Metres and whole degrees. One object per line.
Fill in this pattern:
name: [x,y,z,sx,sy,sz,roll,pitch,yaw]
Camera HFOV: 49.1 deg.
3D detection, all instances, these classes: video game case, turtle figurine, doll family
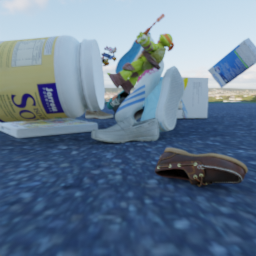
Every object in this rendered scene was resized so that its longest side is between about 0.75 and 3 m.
video game case: [-2.456,-0.047,8.433,2.346,0.268,2.135,-5,9,-37]
turtle figurine: [0.518,-1.817,7.540,2.057,0.822,2.551,-41,-6,14]
doll family: [-0.737,-2.459,9.850,0.605,0.439,0.974,29,60,30]

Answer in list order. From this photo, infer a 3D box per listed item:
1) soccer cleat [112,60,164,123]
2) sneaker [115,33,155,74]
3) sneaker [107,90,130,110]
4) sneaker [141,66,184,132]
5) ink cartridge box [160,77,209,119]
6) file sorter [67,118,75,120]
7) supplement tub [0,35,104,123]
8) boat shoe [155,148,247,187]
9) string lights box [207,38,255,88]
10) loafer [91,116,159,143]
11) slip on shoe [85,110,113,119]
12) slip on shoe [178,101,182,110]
soccer cleat: [0.592,-0.993,8.531,1.076,2.491,0.870,31,-13,21]
sneaker: [0.423,-2.454,10.133,0.947,1.000,2.475,-7,39,42]
sneaker: [-0.499,-1.364,13.584,1.459,0.521,0.583,-40,14,19]
sneaker: [0.859,-0.842,7.715,1.003,0.904,2.447,-11,36,32]
ink cartridge box: [2.192,-1.411,13.150,2.589,1.873,1.906,-1,7,-9]
file sorter: [-2.802,-1.572,9.906,2.458,1.706,1.531,14,40,-35]
supplement tub: [-1.910,-1.090,6.347,2.551,1.855,1.855,-4,6,4]
boat shoe: [0.824,0.522,3.349,1.096,0.386,0.385,3,45,43]
string lights box: [2.615,-1.569,6.903,0.349,0.608,1.184,-32,-6,-41]
loafer: [-0.047,0.025,6.427,1.658,0.579,0.580,-3,7,-27]
slip on shoe: [-1.348,-0.643,12.973,1.332,0.404,0.506,2,7,18]
slip on shoe: [1.426,-0.986,9.792,0.864,0.689,2.273,-2,2,25]
